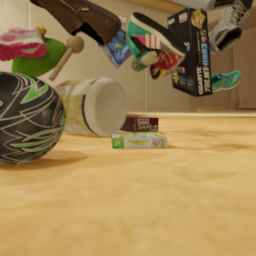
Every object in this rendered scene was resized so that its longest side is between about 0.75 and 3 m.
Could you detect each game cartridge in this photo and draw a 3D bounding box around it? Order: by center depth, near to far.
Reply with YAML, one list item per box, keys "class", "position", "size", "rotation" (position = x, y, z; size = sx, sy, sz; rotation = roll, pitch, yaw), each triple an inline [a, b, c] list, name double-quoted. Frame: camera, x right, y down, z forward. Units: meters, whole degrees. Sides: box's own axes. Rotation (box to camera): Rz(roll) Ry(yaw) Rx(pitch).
- class: "game cartridge"
  position: [1.488, -2.531, 5.411]
  size: [0.890, 0.278, 1.336]
  rotation: [37, 45, 27]

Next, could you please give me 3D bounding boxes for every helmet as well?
- class: "helmet"
  position: [-2.032, -0.167, 5.197]
  size: [1.694, 1.777, 1.777]
  rotation: [34, 24, 33]

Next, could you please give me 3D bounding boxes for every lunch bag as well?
- class: "lunch bag"
  position: [-0.736, -3.200, 9.503]
  size: [1.026, 2.181, 1.642]
  rotation: [-43, 8, 1]

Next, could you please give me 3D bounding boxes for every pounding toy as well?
- class: "pounding toy"
  position: [-3.147, -2.782, 9.701]
  size: [2.830, 1.313, 2.184]
  rotation: [10, 51, 36]

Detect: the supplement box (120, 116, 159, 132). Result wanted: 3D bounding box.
- class: "supplement box"
  position: [0.294, -0.172, 11.946]
  size: [1.094, 0.612, 2.010]
  rotation: [-2, 4, -29]

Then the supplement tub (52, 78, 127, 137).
- class: "supplement tub"
  position: [-1.661, -0.767, 10.360]
  size: [2.803, 2.024, 2.024]
  rotation: [4, 6, 37]

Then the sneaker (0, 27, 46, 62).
- class: "sneaker"
  position: [-3.671, -2.733, 8.985]
  size: [2.010, 0.887, 0.818]
  rotation: [-5, -30, -11]

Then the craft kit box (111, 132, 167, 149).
- class: "craft kit box"
  position: [0.242, 0.326, 7.681]
  size: [1.403, 0.345, 1.421]
  rotation: [2, 5, -5]

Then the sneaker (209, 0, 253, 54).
- class: "sneaker"
  position: [3.377, -3.304, 8.720]
  size: [0.866, 2.309, 1.333]
  rotation: [24, 20, -12]

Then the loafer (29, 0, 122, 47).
- class: "loafer"
  position: [-1.484, -3.034, 7.545]
  size: [2.655, 0.942, 0.969]
  rotation: [21, -11, -13]

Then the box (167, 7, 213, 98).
- class: "box"
  position: [2.122, -2.702, 10.045]
  size: [0.707, 2.823, 2.844]
  rotation: [-11, 17, -4]

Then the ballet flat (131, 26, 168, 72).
- class: "ballet flat"
  position: [1.158, -3.381, 11.950]
  size: [0.941, 2.536, 0.941]
  rotation: [42, 4, -3]

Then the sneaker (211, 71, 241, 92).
- class: "sneaker"
  position: [3.537, -1.774, 10.573]
  size: [1.600, 0.620, 0.637]
  rotation: [-20, -29, -1]

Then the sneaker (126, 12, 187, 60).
- class: "sneaker"
  position: [0.489, -1.692, 5.817]
  size: [1.321, 0.797, 0.552]
  rotation: [34, 43, -1]

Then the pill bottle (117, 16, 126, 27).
- class: "pill bottle"
  position: [-0.485, -4.162, 11.037]
  size: [0.813, 0.451, 0.451]
  rotation: [2, 5, 1]

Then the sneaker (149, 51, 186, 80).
- class: "sneaker"
  position: [1.464, -2.344, 9.904]
  size: [0.783, 0.742, 1.907]
  rotation: [-18, -3, -24]
